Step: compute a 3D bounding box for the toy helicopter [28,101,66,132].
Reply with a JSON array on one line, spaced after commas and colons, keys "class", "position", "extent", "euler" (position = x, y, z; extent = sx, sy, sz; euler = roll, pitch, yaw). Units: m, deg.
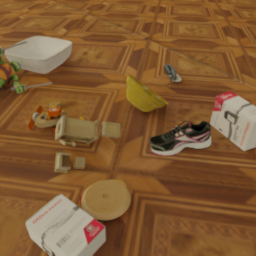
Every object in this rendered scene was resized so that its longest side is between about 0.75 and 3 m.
[{"class": "toy helicopter", "position": [-3.144, -0.548, 11.127], "extent": [1.422, 0.848, 2.150], "euler": [-10, 27, 2]}]

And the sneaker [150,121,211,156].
[{"class": "sneaker", "position": [1.817, 0.211, 9.760], "extent": [2.315, 1.000, 0.930], "euler": [-11, 38, -13]}]

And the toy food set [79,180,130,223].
[{"class": "toy food set", "position": [-0.645, 2.028, 7.932], "extent": [1.415, 0.348, 1.429], "euler": [-10, 39, -12]}]

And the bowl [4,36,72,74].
[{"class": "bowl", "position": [-4.691, -3.891, 15.038], "extent": [2.856, 1.068, 2.860], "euler": [15, 41, 18]}]

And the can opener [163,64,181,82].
[{"class": "can opener", "position": [2.221, -2.819, 14.084], "extent": [0.482, 0.609, 1.831], "euler": [-6, 33, -6]}]

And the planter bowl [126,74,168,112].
[{"class": "planter bowl", "position": [0.567, -1.252, 11.467], "extent": [2.068, 0.861, 2.068], "euler": [34, 13, -9]}]

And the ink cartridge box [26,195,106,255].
[{"class": "ink cartridge box", "position": [-1.535, 2.581, 6.938], "extent": [1.613, 0.673, 1.172], "euler": [26, 44, 29]}]

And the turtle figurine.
[{"class": "turtle figurine", "position": [-5.521, -2.465, 12.420], "extent": [2.843, 2.046, 2.757], "euler": [16, 44, 25]}]

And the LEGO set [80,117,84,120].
[{"class": "LEGO set", "position": [-1.725, -0.159, 10.731], "extent": [0.969, 0.398, 0.370], "euler": [10, 38, 12]}]

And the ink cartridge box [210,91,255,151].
[{"class": "ink cartridge box", "position": [3.943, -0.260, 10.077], "extent": [0.767, 1.336, 1.840], "euler": [-18, 41, -21]}]

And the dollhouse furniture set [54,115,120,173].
[{"class": "dollhouse furniture set", "position": [-1.425, 0.702, 9.534], "extent": [2.007, 1.116, 1.775], "euler": [9, 72, -24]}]
